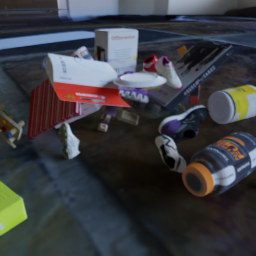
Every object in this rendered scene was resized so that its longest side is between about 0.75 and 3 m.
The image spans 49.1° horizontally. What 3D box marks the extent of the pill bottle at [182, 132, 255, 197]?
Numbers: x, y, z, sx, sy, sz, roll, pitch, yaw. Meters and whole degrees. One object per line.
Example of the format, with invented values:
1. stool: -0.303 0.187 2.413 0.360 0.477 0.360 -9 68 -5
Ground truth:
1. pill bottle: 2.336 0.935 7.036 2.144 1.139 1.139 -21 34 -34

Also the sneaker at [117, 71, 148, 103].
1. sneaker: -0.182 -1.362 8.424 1.890 0.835 0.760 15 5 -18

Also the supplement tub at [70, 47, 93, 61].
1. supplement tub: -1.542 -2.292 9.825 0.648 0.923 0.648 -30 15 9

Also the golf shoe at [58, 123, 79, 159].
1. golf shoe: -1.702 0.343 8.196 0.431 1.101 0.535 13 24 41

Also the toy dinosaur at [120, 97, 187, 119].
1. toy dinosaur: 0.724 -0.859 9.987 2.681 1.032 1.371 29 72 8

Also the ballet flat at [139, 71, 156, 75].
1. ballet flat: 1.295 -2.650 14.273 2.448 0.878 0.878 22 35 36

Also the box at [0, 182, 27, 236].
1. box: -3.772 1.984 5.484 1.770 0.692 2.904 21 34 35

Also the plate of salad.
1. plate of salad: 0.261 -1.033 6.459 1.227 0.295 1.227 -2 23 1

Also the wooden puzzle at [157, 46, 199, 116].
1. wooden puzzle: 1.840 -1.686 10.336 1.557 2.625 0.184 3 7 19

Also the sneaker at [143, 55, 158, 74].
1. sneaker: 1.325 -2.592 11.556 1.455 0.840 0.570 -4 67 6

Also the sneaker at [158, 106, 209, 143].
1. sneaker: 2.111 -0.028 9.488 2.164 0.819 0.947 -22 48 -28

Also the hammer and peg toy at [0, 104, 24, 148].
1. hammer and peg toy: -3.425 -0.031 7.904 1.009 1.372 0.484 41 59 -5

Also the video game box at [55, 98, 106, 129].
1. video game box: -1.609 -0.899 10.389 1.915 0.492 2.102 -23 18 26

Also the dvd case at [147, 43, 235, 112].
1. dvd case: 1.766 -1.691 8.847 2.615 0.323 1.965 -42 26 0

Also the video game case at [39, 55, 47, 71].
1. video game case: -2.707 -2.246 9.923 0.793 0.567 0.075 23 -10 20

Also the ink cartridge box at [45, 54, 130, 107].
1. ink cartridge box: -0.956 -1.126 6.450 1.589 0.469 1.985 4 26 -27

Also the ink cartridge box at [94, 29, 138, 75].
1. ink cartridge box: -0.494 -2.895 11.482 1.592 2.185 0.905 -18 32 -38

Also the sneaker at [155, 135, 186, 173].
1. sneaker: 1.096 0.667 7.708 0.508 0.468 1.269 9 37 -45

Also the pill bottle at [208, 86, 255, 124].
1. pill bottle: 4.182 -0.922 10.483 2.185 1.224 1.224 -13 30 -24

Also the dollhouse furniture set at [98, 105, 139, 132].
1. dollhouse furniture set: -0.397 -0.168 10.275 1.349 1.069 0.957 18 -18 -13

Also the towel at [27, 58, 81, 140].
1. towel: -2.336 -0.833 8.762 2.668 1.930 0.300 -22 -29 37

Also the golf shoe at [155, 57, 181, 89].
1. golf shoe: 1.168 -1.572 7.965 0.394 0.479 1.046 -32 76 -25
